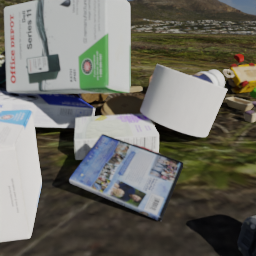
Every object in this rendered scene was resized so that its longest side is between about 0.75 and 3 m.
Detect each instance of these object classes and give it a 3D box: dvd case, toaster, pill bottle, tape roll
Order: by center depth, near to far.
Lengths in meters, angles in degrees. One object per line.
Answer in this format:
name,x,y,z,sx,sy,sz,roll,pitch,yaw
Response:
toaster,2.003,1.509,3.439,0.729,0.642,1.129,-9,26,-27
dvd case,-0.004,0.780,4.898,1.676,0.147,1.196,18,47,17
tape roll,1.388,-0.718,7.222,1.896,1.302,1.896,19,14,-5
pill bottle,2.219,-1.205,8.971,1.746,0.969,0.969,-30,33,-20

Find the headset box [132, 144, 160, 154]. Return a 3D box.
headset box,0.149,0.705,5.718,0.735,0.371,0.989,17,28,36

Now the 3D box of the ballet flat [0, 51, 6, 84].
ballet flat,-4.618,-1.511,8.893,0.988,0.988,2.706,19,58,38

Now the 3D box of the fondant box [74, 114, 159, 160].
fondant box,-0.330,0.166,6.788,1.888,0.550,1.362,-2,24,-9

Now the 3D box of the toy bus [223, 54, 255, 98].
toy bus,4.471,-1.859,11.071,1.947,1.006,1.837,30,52,0

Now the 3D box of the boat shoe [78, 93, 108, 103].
boat shoe,-1.362,-1.450,9.195,0.961,1.025,2.779,29,3,9

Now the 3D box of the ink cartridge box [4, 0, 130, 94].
ink cartridge box,-1.415,-1.796,6.385,2.772,2.032,1.152,1,4,26

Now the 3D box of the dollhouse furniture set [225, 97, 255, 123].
dollhouse furniture set,3.707,-1.018,8.909,1.244,1.114,1.570,-14,26,-30

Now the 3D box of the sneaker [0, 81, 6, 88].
sneaker,-3.626,-0.950,9.091,2.386,0.903,1.378,1,25,-1

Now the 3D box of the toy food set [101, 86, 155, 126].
toy food set,-0.052,-0.506,8.600,1.558,0.453,2.257,-6,36,-4

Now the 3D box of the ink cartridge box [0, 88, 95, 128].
ink cartridge box,-2.511,-0.537,7.406,2.947,0.651,1.385,2,19,-36

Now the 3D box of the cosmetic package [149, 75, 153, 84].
cosmetic package,1.713,-1.683,11.048,1.626,0.709,0.841,6,23,15

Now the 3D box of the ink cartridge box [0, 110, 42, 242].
ink cartridge box,-2.687,0.711,4.204,2.399,1.502,1.542,-4,23,-9
